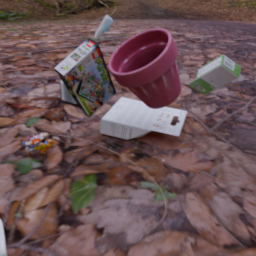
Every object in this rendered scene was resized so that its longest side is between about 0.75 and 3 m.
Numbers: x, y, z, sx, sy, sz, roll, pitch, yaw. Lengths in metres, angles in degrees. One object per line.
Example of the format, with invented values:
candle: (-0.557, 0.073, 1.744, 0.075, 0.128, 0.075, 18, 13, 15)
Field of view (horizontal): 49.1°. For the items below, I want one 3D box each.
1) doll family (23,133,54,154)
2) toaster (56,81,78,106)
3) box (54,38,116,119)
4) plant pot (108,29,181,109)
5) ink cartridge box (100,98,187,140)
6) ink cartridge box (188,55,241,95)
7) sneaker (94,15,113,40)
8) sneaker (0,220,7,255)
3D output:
doll family: (-3.057, 0.584, 9.766, 0.861, 0.625, 1.387, -12, 11, -8)
toaster: (-2.339, -1.793, 13.639, 1.630, 1.070, 1.803, 16, 32, 30)
box: (-1.204, -1.418, 8.677, 0.428, 2.467, 1.358, 39, 77, 24)
plant pot: (0.769, -1.789, 9.258, 2.214, 1.982, 2.214, -21, 41, 20)
ink cartridge box: (0.674, -0.257, 11.257, 2.967, 0.847, 2.411, 17, 30, 11)
ink cartridge box: (3.309, -2.011, 10.877, 0.943, 1.817, 0.539, 27, 63, -20)
sneaker: (-0.905, -3.740, 10.638, 0.402, 0.981, 0.362, 26, 24, -27)
sneaker: (-2.984, 2.448, 6.208, 0.453, 0.408, 1.105, -9, 28, -25)
